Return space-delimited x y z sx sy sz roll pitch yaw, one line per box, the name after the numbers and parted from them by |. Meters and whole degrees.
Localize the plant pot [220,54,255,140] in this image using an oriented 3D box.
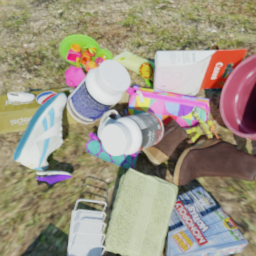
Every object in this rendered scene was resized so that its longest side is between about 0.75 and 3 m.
4.751 -0.779 8.942 2.380 2.659 2.659 13 39 -28 | plant pot

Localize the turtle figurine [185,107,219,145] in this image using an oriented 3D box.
2.327 0.111 8.976 1.082 1.342 0.432 -34 22 4 | turtle figurine

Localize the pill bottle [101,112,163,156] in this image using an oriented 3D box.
0.133 0.163 7.571 0.991 0.991 1.711 33 29 28 | pill bottle

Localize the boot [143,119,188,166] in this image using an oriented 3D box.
0.974 0.241 8.808 1.400 0.609 1.683 -47 45 10 | boot

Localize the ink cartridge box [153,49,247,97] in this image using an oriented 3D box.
2.360 -1.743 9.829 2.920 2.373 0.833 3 67 5 | ink cartridge box

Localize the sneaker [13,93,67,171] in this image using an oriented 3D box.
-2.541 0.068 8.819 0.989 1.044 2.586 -7 54 53 | sneaker

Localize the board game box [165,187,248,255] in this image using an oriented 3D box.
1.536 2.532 7.051 1.934 0.597 1.935 -18 48 -18 | board game box

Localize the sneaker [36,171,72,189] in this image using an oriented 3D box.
-2.150 1.507 8.094 1.012 0.352 0.503 6 86 -25 | sneaker

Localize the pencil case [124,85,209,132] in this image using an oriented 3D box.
1.349 -0.680 9.790 2.924 1.292 1.292 12 46 8 | pencil case

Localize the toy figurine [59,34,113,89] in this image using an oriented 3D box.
-1.753 -2.379 11.636 2.340 1.756 2.153 12 56 -23 | toy figurine

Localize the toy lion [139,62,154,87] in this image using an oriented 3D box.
0.871 -2.166 11.328 0.943 0.984 0.338 11 26 29 | toy lion

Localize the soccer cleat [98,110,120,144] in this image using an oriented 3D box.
-0.505 -0.182 9.000 0.775 0.958 2.220 16 16 -6 | soccer cleat

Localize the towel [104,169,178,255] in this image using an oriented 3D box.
0.314 2.134 6.815 1.495 0.368 2.015 18 75 0 | towel

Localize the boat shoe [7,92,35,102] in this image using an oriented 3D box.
-3.638 -1.082 9.500 0.875 0.286 0.322 -5 44 -9 | boat shoe

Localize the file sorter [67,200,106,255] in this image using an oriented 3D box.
-0.971 2.474 6.849 0.829 0.744 1.194 10 44 -13 | file sorter

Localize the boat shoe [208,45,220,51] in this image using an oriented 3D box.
3.785 -3.089 12.567 0.734 0.696 1.938 9 46 8 | boat shoe

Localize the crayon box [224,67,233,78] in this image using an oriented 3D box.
4.256 -2.229 11.353 0.258 0.886 0.526 24 59 -10 | crayon box

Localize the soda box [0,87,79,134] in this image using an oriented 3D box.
-3.299 -0.625 9.935 2.984 0.955 1.011 -9 45 -8 | soda box

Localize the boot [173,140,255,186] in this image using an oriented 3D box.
2.595 1.122 8.078 1.945 0.846 2.339 18 38 33 | boot

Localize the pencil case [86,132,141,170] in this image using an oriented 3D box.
-0.482 0.729 8.724 1.669 0.771 0.710 19 47 18 | pencil case

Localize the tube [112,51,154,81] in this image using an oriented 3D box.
0.463 -2.753 12.299 2.734 0.710 0.793 35 15 35 | tube

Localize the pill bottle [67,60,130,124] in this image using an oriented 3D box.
-0.943 -1.086 8.747 1.255 2.170 1.255 17 58 -29 | pill bottle

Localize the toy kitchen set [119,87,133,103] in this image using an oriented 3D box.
-0.184 -1.889 11.048 1.421 1.159 1.282 17 47 15 | toy kitchen set
